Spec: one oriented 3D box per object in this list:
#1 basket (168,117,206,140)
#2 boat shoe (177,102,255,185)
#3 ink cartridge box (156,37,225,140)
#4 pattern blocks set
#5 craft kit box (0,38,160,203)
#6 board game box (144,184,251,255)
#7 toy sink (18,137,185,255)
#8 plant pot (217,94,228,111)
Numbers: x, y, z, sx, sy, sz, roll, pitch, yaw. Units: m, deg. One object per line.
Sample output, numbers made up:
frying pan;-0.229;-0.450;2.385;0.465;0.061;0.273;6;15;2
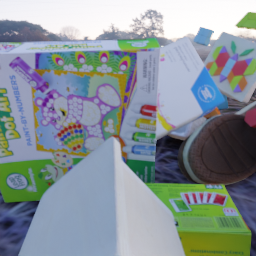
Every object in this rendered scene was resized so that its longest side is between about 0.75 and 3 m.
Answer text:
basket;1.217;-0.150;6.275;0.823;0.830;0.668;15;-9;43
boat shoe;1.789;0.286;5.016;2.934;1.084;1.085;-18;-7;-37
ink cartridge box;0.256;-0.400;4.467;2.109;1.225;0.709;-27;-8;-11
pattern blocks set;1.795;-1.039;4.845;0.179;1.939;2.205;12;8;-38
craft kit box;-0.680;-0.003;3.432;2.050;2.076;0.504;-1;32;0
board game box;0.190;0.994;3.005;1.859;0.443;0.944;1;15;3
toy sink;-0.156;0.755;1.803;0.817;0.702;1.254;-40;18;9
plant pot;2.495;-1.148;8.794;0.898;1.270;0.897;-7;-1;2
